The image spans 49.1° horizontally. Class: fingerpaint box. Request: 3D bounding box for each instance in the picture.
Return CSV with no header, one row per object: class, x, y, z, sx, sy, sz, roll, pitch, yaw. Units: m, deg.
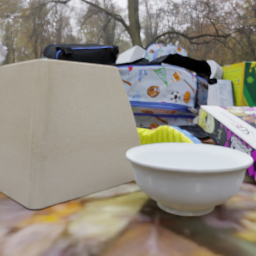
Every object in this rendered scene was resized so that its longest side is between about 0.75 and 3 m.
fingerpaint box,4.138,-1.228,10.758,1.003,2.281,2.734,1,6,-7

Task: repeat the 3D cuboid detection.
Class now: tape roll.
tape roll,3.097,-2.036,11.082,0.404,1.223,1.223,29,-9,-29

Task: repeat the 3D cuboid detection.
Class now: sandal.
sandal,0.708,0.303,4.619,0.795,0.726,1.826,2,7,-24

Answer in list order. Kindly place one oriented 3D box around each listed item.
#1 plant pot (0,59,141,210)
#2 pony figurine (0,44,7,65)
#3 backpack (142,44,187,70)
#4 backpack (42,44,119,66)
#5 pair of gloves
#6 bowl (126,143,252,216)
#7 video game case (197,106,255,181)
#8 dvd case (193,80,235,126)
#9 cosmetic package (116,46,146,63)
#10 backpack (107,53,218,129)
plant pot,-0.952,-0.078,3.937,1.783,1.579,1.781,7,10,44
pony figurine,-4.831,-2.407,9.364,1.451,1.682,1.742,38,18,-12
backpack,1.157,-2.040,9.232,1.486,1.561,1.202,12,-17,-4
backpack,-1.635,-1.489,9.362,2.316,2.531,1.860,-14,26,-34
pair of gloves,1.889,0.299,5.777,2.264,0.314,2.541,-4,13,-33
bowl,0.606,0.538,2.945,1.264,0.568,1.264,0,6,0
video game case,2.819,0.142,4.695,2.652,0.475,2.404,1,19,-4
dvd case,2.376,-0.874,9.680,2.595,1.851,0.228,3,-22,-1
cosmetic package,0.109,-1.919,12.846,1.732,2.818,2.809,23,0,-17
backpack,0.658,-0.830,7.656,2.831,2.181,2.697,-2,-10,34
